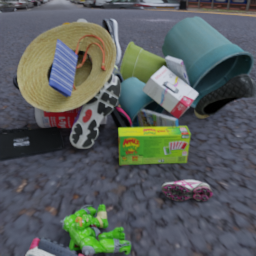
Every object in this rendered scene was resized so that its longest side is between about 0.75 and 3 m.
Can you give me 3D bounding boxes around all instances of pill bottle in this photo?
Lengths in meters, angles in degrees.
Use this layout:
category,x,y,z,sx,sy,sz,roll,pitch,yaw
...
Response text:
category,x,y,z,sx,sy,sz,roll,pitch,yaw
pill bottle,-1.893,-0.629,9.615,2.292,1.287,1.287,0,29,-3

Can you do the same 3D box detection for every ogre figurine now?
category,x,y,z,sx,sy,sz,roll,pitch,yaw
ogre figurine,-0.691,2.018,5.442,0.891,0.729,1.486,-2,38,-39

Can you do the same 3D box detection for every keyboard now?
category,x,y,z,sx,sy,sz,roll,pitch,yaw
keyboard,-3.293,0.481,8.707,2.447,0.485,1.273,-8,53,-17

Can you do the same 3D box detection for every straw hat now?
category,x,y,z,sx,sy,sz,roll,pitch,yaw
straw hat,-1.628,-1.590,8.397,2.980,1.261,2.980,-3,73,11

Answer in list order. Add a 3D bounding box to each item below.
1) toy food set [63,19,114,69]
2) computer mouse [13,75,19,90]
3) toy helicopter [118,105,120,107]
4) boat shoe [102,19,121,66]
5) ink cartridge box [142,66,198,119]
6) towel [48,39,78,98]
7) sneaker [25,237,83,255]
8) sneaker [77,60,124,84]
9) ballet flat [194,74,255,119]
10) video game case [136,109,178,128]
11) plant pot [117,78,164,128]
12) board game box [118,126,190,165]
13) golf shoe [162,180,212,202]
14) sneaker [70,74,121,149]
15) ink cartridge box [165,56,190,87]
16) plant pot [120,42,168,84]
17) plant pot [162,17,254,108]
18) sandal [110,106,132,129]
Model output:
category,x,y,z,sx,sy,sz,roll,pitch,yaw
toy food set,-1.136,-2.600,8.890,1.984,0.893,0.947,32,70,7
computer mouse,-3.141,-1.319,8.624,0.282,0.741,1.071,-19,-9,26
toy helicopter,-0.233,-0.892,11.120,0.949,0.374,0.628,-24,39,-23
boat shoe,-0.630,-2.904,9.516,0.552,1.540,0.522,7,15,41
ink cartridge box,1.238,-1.045,8.157,1.349,0.577,0.995,40,44,3
towel,-1.689,-1.510,7.291,0.149,1.253,0.907,2,-13,23
sneaker,-0.750,2.519,4.450,2.209,0.891,0.825,8,49,23
sneaker,-1.074,-2.075,10.235,2.690,0.994,1.089,0,41,-52
ballet flat,2.415,-0.666,7.353,0.723,2.175,0.618,-3,72,-20
video game case,0.890,-0.001,8.566,1.470,1.052,0.131,20,45,36
plant pot,0.310,-0.905,9.378,1.421,1.421,1.335,-21,61,-33
board game box,0.699,0.501,7.868,1.924,0.977,0.458,-2,29,-3
golf shoe,1.373,1.482,6.730,1.182,0.429,0.544,6,15,-3
sneaker,-1.144,-0.593,8.496,0.988,2.450,1.022,30,2,-28
ink cartridge box,1.539,-1.702,8.438,0.182,0.827,0.842,-41,45,-15
plant pot,0.912,-2.332,12.152,2.170,2.285,2.285,15,31,6
plant pot,2.722,-2.571,10.454,2.649,2.649,2.595,-15,59,-26
sandal,-0.236,-0.370,8.807,0.444,0.740,1.971,-23,76,-15
